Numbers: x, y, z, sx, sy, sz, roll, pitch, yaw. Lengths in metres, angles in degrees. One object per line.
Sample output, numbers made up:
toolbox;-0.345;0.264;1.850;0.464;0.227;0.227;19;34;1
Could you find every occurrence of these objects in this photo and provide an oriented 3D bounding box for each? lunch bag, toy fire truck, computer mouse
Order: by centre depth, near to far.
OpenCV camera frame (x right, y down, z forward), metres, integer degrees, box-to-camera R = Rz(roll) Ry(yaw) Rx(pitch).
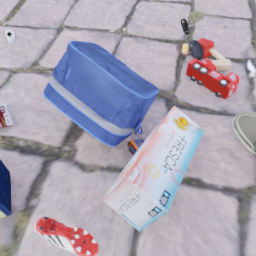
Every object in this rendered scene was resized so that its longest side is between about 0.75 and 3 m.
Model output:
lunch bag;-0.589;-0.714;6.703;2.492;1.649;1.693;39;23;8
toy fire truck;2.673;-1.909;8.755;1.525;0.527;2.163;-34;58;-25
computer mouse;2.057;-2.923;9.288;0.258;0.445;1.518;-22;81;-13

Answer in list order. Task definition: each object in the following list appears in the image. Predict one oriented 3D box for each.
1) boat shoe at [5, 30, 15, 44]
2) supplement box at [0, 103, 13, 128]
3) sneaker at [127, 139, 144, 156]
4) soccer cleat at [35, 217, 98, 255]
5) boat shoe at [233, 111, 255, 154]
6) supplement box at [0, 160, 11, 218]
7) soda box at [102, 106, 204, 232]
boat shoe;-4.277;-3.395;10.156;0.307;0.279;0.835;-21;53;-16
supplement box;-3.608;-0.228;7.290;1.041;0.566;0.317;-17;22;-13
sneaker;0.457;0.651;6.690;0.437;0.420;1.114;-25;61;-27
soccer cleat;-1.109;1.981;5.063;1.226;0.522;0.421;25;53;-3
boat shoe;3.418;0.495;6.207;0.954;0.798;2.670;-51;61;15
supplement box;-3.141;1.347;5.872;1.094;0.735;1.095;-14;52;-9
soda box;0.652;0.661;5.743;0.950;0.883;2.777;40;40;2
